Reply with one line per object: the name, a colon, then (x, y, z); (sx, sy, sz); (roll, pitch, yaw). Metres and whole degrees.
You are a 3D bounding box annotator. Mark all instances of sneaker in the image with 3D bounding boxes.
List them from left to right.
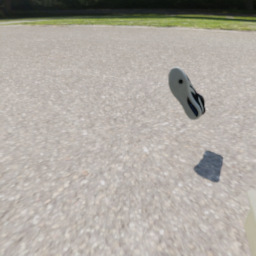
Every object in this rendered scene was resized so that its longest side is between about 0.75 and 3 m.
sneaker: (2.074, -1.243, 9.794); (0.703, 1.924, 1.076); (-23, 3, 33)

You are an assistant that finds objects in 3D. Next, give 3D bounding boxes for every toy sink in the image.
toy sink: (3.174, 2.226, 6.144); (0.979, 0.842, 1.503); (3, 33, 6)
